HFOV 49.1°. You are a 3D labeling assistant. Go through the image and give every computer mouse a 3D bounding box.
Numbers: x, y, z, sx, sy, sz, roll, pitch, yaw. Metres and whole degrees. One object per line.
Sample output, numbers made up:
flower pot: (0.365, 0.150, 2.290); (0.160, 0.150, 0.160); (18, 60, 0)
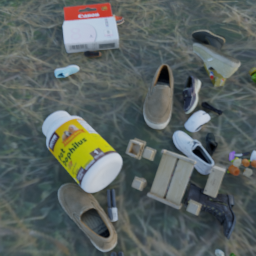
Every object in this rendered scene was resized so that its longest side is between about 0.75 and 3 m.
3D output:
computer mouse: (2.717, -0.399, 10.301); (1.555, 0.341, 0.853); (-38, 63, -25)

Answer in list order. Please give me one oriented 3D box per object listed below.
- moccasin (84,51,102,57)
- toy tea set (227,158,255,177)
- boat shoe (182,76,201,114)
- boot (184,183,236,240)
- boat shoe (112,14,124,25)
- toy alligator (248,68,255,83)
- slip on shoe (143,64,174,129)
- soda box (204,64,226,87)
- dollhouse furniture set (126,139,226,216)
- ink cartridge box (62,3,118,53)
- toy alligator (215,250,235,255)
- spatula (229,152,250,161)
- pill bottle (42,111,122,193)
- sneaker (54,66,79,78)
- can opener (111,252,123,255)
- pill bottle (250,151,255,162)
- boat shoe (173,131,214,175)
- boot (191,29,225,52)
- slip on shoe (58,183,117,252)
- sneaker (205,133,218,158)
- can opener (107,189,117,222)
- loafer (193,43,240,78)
moccasin: (-1.588, -3.302, 12.511); (0.826, 0.302, 0.319); (0, 7, 16)
toy tea set: (3.679, 1.228, 9.006); (1.026, 0.610, 0.380); (6, 17, -13)
boat shoe: (2.322, -1.288, 10.666); (0.558, 0.619, 1.722); (34, 57, -19)
boot: (2.303, 2.355, 8.059); (1.401, 0.557, 1.610); (11, 35, 9)
boat shoe: (-0.905, -5.501, 14.117); (1.406, 0.440, 0.500); (-4, 51, -4)
toy alligator: (5.741, -2.219, 11.612); (2.172, 0.522, 0.720); (-19, 62, -25)
slip on shoe: (1.233, -1.248, 10.597); (1.079, 0.860, 2.838); (12, 53, 10)
soda box: (3.614, -2.363, 11.718); (0.432, 0.457, 1.349); (-7, 54, -5)
dollhouse furniture set: (1.313, 1.443, 8.555); (2.837, 1.256, 1.471); (19, 92, 21)
ink cartridge box: (-1.840, -4.962, 13.212); (2.431, 0.853, 2.991); (-8, 69, -5)
toy alligator: (2.954, 3.497, 7.071); (1.587, 0.526, 0.381); (37, 54, 11)
spatula: (3.689, 0.899, 9.275); (1.043, 0.295, 0.107); (-4, 17, -27)
pill bottle: (-1.543, 0.639, 8.806); (1.462, 1.462, 2.676); (-36, 60, -24)
sneaker: (-2.559, -2.295, 11.744); (1.037, 0.383, 0.425); (-14, 54, 4)
can opener: (-0.239, 3.898, 7.064); (0.375, 0.470, 1.406); (0, 39, -8)
pill bottle: (4.453, 1.049, 9.144); (0.784, 0.430, 0.430); (18, 55, 14)
boat shoe: (2.190, 0.682, 9.278); (0.670, 0.595, 1.820); (-23, 57, -27)
boot: (3.615, -3.911, 12.854); (1.548, 0.599, 1.070); (15, 59, 12)
slip on shoe: (-1.198, 2.397, 7.935); (0.907, 0.723, 2.385); (-31, 59, -21)
sneaker: (2.842, 0.480, 9.490); (0.376, 0.564, 0.985); (18, 53, 4)
can opener: (-0.486, 2.260, 8.285); (0.268, 0.336, 1.006); (-5, 53, -4)
loafer: (3.351, -2.722, 11.184); (0.883, 0.797, 2.333); (-3, 36, -33)
